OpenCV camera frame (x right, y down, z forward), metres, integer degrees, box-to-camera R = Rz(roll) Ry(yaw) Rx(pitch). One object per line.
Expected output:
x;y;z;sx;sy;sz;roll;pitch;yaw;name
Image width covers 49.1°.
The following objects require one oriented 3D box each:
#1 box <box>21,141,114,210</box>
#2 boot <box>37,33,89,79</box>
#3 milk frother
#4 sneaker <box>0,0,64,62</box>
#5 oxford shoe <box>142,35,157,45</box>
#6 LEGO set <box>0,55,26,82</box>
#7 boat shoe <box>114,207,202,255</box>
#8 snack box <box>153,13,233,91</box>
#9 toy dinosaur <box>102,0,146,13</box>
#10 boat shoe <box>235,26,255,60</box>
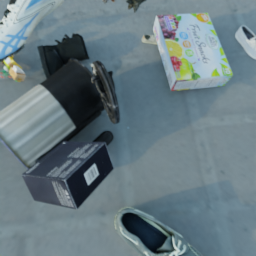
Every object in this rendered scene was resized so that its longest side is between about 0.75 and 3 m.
-1.118;0.839;5.385;1.138;0.650;1.250;1;28;33;box
-1.989;-2.152;8.947;1.504;0.679;1.835;-17;64;-9;boot
-1.733;-0.306;6.860;2.772;2.947;2.659;-41;76;-16;milk frother
-2.673;-2.664;6.788;2.764;1.002;0.993;-53;40;-9;sneaker
0.883;-3.041;9.564;0.834;0.241;0.313;2;63;-1;oxford shoe
-4.322;-2.206;8.834;0.952;1.177;2.558;-43;95;-1;LEGO set
0.847;2.862;6.523;2.843;0.878;1.035;35;70;15;boat shoe
1.995;-2.488;8.980;1.837;0.684;2.583;-7;66;-12;snack box
-0.149;-3.255;6.022;2.243;1.522;1.145;10;101;28;toy dinosaur
4.159;-2.853;9.341;0.504;0.480;1.401;-21;67;-9;boat shoe
